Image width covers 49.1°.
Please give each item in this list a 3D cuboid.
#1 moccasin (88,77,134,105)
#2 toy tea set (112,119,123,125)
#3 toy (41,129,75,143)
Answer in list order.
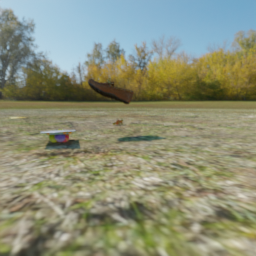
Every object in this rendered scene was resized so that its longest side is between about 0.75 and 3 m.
[{"bbox_3d":[-0.778,-1.771,12.516,2.107,0.813,0.771,20,-7,4],"label":"moccasin"},{"bbox_3d":[-0.496,-0.266,16.125,0.509,0.317,0.857,-31,-9,32],"label":"toy tea set"},{"bbox_3d":[-2.309,0.274,9.448,1.020,0.418,1.772,-4,4,-9],"label":"toy"}]
